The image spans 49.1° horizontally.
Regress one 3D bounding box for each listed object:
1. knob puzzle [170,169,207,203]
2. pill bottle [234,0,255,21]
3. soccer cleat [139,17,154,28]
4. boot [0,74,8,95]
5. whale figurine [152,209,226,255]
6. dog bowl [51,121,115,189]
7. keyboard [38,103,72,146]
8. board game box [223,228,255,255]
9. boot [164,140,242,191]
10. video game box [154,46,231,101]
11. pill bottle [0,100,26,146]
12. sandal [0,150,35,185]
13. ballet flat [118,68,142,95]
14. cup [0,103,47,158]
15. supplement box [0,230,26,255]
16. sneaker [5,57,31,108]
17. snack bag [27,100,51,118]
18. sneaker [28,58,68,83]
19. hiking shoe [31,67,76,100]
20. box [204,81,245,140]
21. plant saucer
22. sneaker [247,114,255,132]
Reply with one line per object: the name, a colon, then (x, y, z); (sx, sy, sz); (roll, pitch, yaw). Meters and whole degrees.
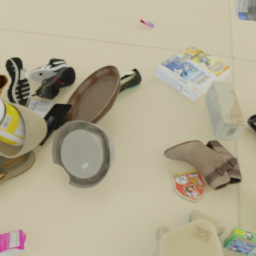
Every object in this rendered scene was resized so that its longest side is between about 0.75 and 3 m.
knob puzzle: (1.807, 1.656, 8.105); (1.146, 0.159, 1.146); (0, 50, 0)
pill bottle: (3.429, -2.915, 6.458); (1.650, 0.939, 0.939); (23, 52, 37)
soccer cleat: (0.900, -5.076, 13.617); (0.789, 0.263, 0.302); (31, 60, -7)
boot: (-5.367, -0.775, 8.883); (3.012, 2.156, 1.060); (-43, 106, -35)
whale figurine: (1.501, 2.980, 6.514); (1.957, 1.276, 2.460); (21, 29, 21)
dog bowl: (-1.221, 0.717, 7.885); (1.889, 1.889, 0.554); (24, 14, 19)
keyboard: (-2.527, -0.142, 9.413); (1.094, 0.234, 1.822); (6, 51, 32)
board game box: (3.097, 2.827, 6.587); (1.440, 0.969, 0.210); (15, 51, 12)
boot: (2.250, 1.119, 8.213); (2.062, 0.724, 1.507); (-11, 53, -8)
video game box: (2.560, -2.253, 11.175); (2.260, 0.529, 2.059); (-35, 61, -26)
pill bottle: (-3.307, -0.062, 7.873); (0.962, 1.717, 0.962); (-8, 66, 20)
sandal: (-3.974, 1.312, 7.992); (2.767, 0.747, 1.111); (-36, 60, -27)
ballet flat: (-0.435, -1.636, 10.490); (2.189, 0.749, 0.744); (-33, 47, -25)
cup: (-3.112, 0.048, 8.331); (1.557, 1.557, 1.113); (32, 17, 24)
supplement box: (-2.993, 2.875, 6.893); (0.855, 0.433, 0.442); (-10, 51, -8)
sneaker: (-3.952, -1.517, 10.352); (0.843, 0.915, 2.288); (-12, 62, -7)
snack bag: (-3.342, -0.673, 10.107); (0.951, 0.102, 0.897); (7, 51, 6)
sneaker: (-3.253, -2.357, 11.288); (1.591, 0.581, 0.890); (-17, 46, -20)
hiking shoe: (-2.779, -1.756, 10.551); (0.981, 0.738, 1.949); (6, 37, 29)
box: (3.210, -0.617, 9.451); (0.735, 0.897, 1.890); (4, 54, -6)
plant saucer: (-1.185, -0.923, 9.321); (2.658, 0.426, 2.658); (-28, 41, 28)
sneaker: (4.581, 0.370, 8.776); (0.912, 0.780, 2.201); (-18, 55, -23)
